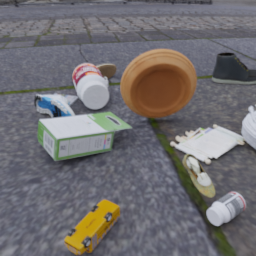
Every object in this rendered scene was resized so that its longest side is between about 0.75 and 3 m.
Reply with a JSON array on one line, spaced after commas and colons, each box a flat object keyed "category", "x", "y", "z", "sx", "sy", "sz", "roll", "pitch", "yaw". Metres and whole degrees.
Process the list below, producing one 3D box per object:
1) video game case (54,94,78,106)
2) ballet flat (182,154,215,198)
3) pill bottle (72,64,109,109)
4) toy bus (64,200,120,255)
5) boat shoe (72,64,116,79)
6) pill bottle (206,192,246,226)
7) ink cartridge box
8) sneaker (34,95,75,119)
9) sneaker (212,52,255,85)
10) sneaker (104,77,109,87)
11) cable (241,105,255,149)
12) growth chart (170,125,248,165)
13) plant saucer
[{"category": "video game case", "x": -3.081, "y": -1.317, "z": 13.099, "sx": 1.253, "sy": 0.113, "sz": 0.897, "roll": 9, "pitch": 32, "yaw": 15}, {"category": "ballet flat", "x": 1.879, "y": 1.227, "z": 7.469, "sx": 0.468, "sy": 0.468, "sz": 1.324, "roll": -13, "pitch": 50, "yaw": -20}, {"category": "pill bottle", "x": -1.719, "y": -1.924, "z": 12.858, "sx": 1.403, "sy": 1.403, "sz": 2.562, "roll": -9, "pitch": 32, "yaw": -14}, {"category": "toy bus", "x": -0.789, "y": 2.306, "z": 6.488, "sx": 0.490, "sy": 0.589, "sz": 1.505, "roll": 19, "pitch": 35, "yaw": 26}, {"category": "boat shoe", "x": -1.845, "y": -3.029, "z": 15.252, "sx": 2.527, "sy": 0.909, "sz": 0.819, "roll": -24, "pitch": 43, "yaw": -25}, {"category": "pill bottle", "x": 2.443, "y": 2.029, "z": 7.014, "sx": 0.935, "sy": 0.542, "sz": 0.542, "roll": -20, "pitch": 36, "yaw": -29}, {"category": "ink cartridge box", "x": -1.453, "y": 0.212, "z": 9.600, "sx": 2.821, "sy": 0.837, "sz": 1.465, "roll": -9, "pitch": 30, "yaw": -37}, {"category": "sneaker", "x": -2.801, "y": -0.909, "z": 11.628, "sx": 1.156, "sy": 1.000, "sz": 2.668, "roll": -20, "pitch": 36, "yaw": -39}, {"category": "sneaker", "x": 6.016, "y": -3.190, "z": 14.865, "sx": 2.877, "sy": 1.528, "sz": 1.076, "roll": -2, "pitch": 31, "yaw": -3}, {"category": "sneaker", "x": -1.262, "y": -2.198, "z": 14.265, "sx": 0.429, "sy": 0.452, "sz": 1.122, "roll": 4, "pitch": 32, "yaw": 3}, {"category": "cable", "x": 5.152, "y": 0.223, "z": 9.673, "sx": 2.372, "sy": 0.821, "sz": 2.373, "roll": 21, "pitch": 36, "yaw": 21}, {"category": "growth chart", "x": 2.891, "y": 0.482, "z": 9.948, "sx": 2.494, "sy": 0.221, "sz": 1.805, "roll": -20, "pitch": 36, "yaw": -31}, {"category": "plant saucer", "x": 1.167, "y": -1.467, "z": 10.443, "sx": 2.894, "sy": 2.894, "sz": 0.542, "roll": -3, "pitch": 40, "yaw": -4}]
